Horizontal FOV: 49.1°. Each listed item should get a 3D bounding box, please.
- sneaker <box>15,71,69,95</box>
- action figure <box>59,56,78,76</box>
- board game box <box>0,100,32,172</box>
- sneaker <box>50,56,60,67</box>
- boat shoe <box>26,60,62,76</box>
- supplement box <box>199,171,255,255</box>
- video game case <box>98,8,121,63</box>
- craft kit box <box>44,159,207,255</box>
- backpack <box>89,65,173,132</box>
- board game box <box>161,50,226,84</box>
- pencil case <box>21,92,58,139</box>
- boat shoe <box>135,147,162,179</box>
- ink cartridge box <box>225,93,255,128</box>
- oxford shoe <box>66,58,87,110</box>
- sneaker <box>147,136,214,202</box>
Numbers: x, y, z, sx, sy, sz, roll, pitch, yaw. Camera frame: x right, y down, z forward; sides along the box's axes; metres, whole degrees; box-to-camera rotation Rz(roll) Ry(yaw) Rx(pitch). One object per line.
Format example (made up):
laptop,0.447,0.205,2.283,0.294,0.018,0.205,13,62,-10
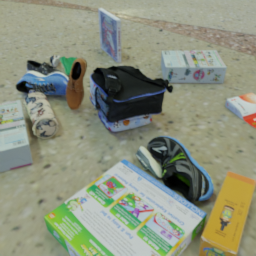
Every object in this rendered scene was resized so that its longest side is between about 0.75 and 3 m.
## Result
sneaker,-3.692,-1.734,12.251,2.847,1.118,1.269,6,40,24
action figure,-2.961,-3.066,14.464,1.051,0.487,1.780,-7,45,-12
board game box,-4.593,0.278,9.658,2.135,0.930,2.894,-13,40,-18
sneaker,-4.049,-3.635,15.234,0.481,0.475,1.211,6,26,-1
boat shoe,-4.218,-2.973,14.099,2.274,0.753,0.795,20,41,25
supplement box,2.570,2.240,7.150,0.814,0.842,2.447,19,39,24
video game case,-1.054,-5.234,15.798,0.294,2.334,2.561,-17,40,-21
craft kit box,-0.061,2.390,7.091,2.947,0.715,2.911,30,44,34
backpack,-0.197,-1.274,10.723,2.801,2.158,2.668,-10,42,-30
board game box,3.200,-3.126,14.178,2.903,0.933,2.142,0,37,2
pencil case,-3.387,-0.504,10.720,1.006,0.875,2.250,-20,41,-17
boat shoe,0.646,1.161,8.941,0.452,0.383,1.241,16,33,-52
ink cartridge box,5.090,-0.766,11.461,1.409,0.435,1.737,-15,37,-19
oxford shoe,-2.122,-1.682,11.057,0.756,2.121,0.756,10,17,0
sneaker,1.370,1.155,8.444,1.109,0.949,2.677,-13,41,-28
